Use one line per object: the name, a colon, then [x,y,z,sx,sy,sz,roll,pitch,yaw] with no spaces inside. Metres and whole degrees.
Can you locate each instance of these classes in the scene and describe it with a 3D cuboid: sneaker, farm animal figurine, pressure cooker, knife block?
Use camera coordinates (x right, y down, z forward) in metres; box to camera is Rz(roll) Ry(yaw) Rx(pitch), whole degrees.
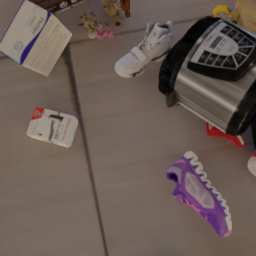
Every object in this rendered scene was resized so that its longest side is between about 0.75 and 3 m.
sneaker: [1.757,1.790,7.355,1.053,0.958,2.383,-21,54,-10]
sneaker: [0.486,-2.301,7.995,2.049,1.177,0.770,-33,68,-24]
farm animal figurine: [-0.664,-3.421,8.889,1.350,0.841,1.672,35,83,26]
pressure cooker: [2.316,-1.446,7.415,2.880,2.572,2.533,38,37,25]
sneaker: [2.785,0.199,8.279,0.724,0.491,1.254,-33,67,2]
knife block: [4.500,-2.974,8.729,2.086,0.760,2.377,-12,80,-4]

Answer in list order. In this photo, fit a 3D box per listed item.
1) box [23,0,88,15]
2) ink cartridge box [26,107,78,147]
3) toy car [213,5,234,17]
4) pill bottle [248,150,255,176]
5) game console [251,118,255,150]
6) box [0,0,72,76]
box: [-2.612,-5.362,8.469,2.326,2.303,2.804,-26,79,-5]
ink cartridge box: [-2.204,-0.019,8.240,1.220,0.511,0.880,14,78,3]
toy car: [3.649,-2.553,8.013,2.878,0.958,1.412,20,107,14]
pill bottle: [4.436,0.349,7.415,1.447,1.447,2.573,35,82,7]
game console: [4.974,0.222,7.656,1.653,2.384,2.793,2,76,-29]
box: [-2.590,-2.475,8.001,0.892,1.700,1.563,32,94,5]
